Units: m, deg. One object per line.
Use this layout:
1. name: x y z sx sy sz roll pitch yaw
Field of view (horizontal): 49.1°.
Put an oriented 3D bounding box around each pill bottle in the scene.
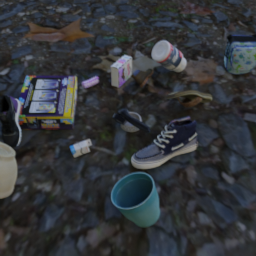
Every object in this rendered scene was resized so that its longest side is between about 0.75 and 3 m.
1. pill bottle: 1.992 -3.306 13.238 1.685 1.007 1.007 18 28 -45

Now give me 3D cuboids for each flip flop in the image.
1. flip flop: 2.590 -1.145 11.564 2.290 0.659 0.929 5 -3 -37

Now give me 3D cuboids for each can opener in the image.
1. can opener: 0.184 -0.233 10.809 1.589 0.504 0.625 28 86 16

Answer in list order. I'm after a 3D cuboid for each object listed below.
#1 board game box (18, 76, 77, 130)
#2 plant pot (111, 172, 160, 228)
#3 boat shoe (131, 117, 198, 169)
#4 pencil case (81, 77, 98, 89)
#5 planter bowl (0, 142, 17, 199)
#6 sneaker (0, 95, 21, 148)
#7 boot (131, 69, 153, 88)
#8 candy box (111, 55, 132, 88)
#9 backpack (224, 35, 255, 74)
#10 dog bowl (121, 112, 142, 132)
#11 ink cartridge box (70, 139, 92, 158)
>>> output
1. board game box: -3.339 -1.115 11.744 2.226 0.763 2.693 1 46 -5
2. plant pot: 0.337 2.165 8.101 1.287 1.209 1.287 -19 33 13
3. boat shoe: 1.274 0.442 9.817 2.647 1.227 0.988 -20 34 -22
4. pencil case: -1.777 -2.118 13.069 0.829 0.354 0.348 -30 68 -25
5. planter bowl: -4.229 1.136 8.582 1.865 1.255 1.865 26 8 -4
6. sneaker: -4.284 -0.219 9.857 0.710 0.821 1.876 -8 79 4
7. boot: 0.659 -2.532 13.011 0.772 0.595 1.592 39 38 -10
8. candy box: -0.298 -2.647 13.076 0.438 1.026 1.224 21 47 22
9. backpack: 5.422 -3.392 13.380 1.577 1.723 1.266 2 46 4
10. dog bowl: 0.121 -0.258 11.262 0.907 0.266 0.907 0 50 0
11. ink cartridge box: -1.665 0.735 10.080 0.759 0.440 0.257 -22 56 -8
